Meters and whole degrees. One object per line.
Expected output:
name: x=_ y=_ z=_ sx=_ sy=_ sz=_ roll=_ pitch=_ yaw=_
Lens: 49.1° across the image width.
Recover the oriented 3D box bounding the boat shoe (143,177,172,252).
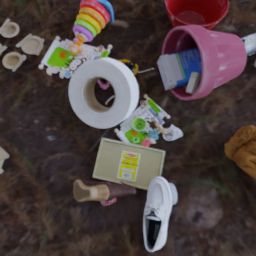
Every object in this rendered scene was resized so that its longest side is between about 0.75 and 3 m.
boat shoe: x=0.986 y=2.990 z=9.713 sx=0.929 sy=0.825 sz=2.525 roll=-3 pitch=84 yaw=24

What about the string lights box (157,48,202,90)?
string lights box: x=2.683 y=-2.582 z=11.818 sx=2.586 sy=0.762 sz=1.329 roll=-14 pitch=83 yaw=-8

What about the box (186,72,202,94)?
box: x=2.608 y=-1.768 z=11.129 sx=0.341 sy=0.284 sz=0.829 roll=20 pitch=92 yaw=51

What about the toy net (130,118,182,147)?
toy net: x=1.157 y=0.230 z=11.295 sx=2.092 sy=0.404 sz=1.097 roll=6 pitch=66 yaw=4

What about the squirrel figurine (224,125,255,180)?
squirrel figurine: x=4.841 y=0.635 z=10.478 sx=2.182 sy=1.544 sz=2.036 roll=44 pitch=106 yaw=42

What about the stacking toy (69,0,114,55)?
stacking toy: x=-1.950 y=-4.556 z=12.858 sx=1.622 sy=1.534 sz=2.796 roll=26 pitch=79 yaw=8

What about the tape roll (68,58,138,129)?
tape roll: x=-0.961 y=-1.359 z=10.973 sx=2.669 sy=0.934 sz=2.669 roll=6 pitch=106 yaw=20

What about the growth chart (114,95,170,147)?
growth chart: x=0.629 y=-0.088 z=11.673 sx=1.713 sy=0.210 sz=2.368 roll=39 pitch=74 yaw=13

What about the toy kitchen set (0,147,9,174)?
toy kitchen set: x=-6.240 y=1.440 z=10.241 sx=2.151 sy=2.385 sz=1.945 roll=38 pitch=115 yaw=14

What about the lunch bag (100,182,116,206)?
lunch bag: x=-0.781 y=2.472 z=10.585 sx=0.730 sy=0.339 sz=0.828 roll=-18 pitch=69 yaw=-8

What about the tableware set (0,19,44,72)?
tableware set: x=-5.451 y=-3.798 z=13.052 sx=2.731 sy=0.317 sz=2.282 roll=29 pitch=71 yaw=11

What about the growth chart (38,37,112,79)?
growth chart: x=-2.428 y=-3.153 z=12.846 sx=2.976 sy=0.264 sz=2.153 roll=13 pitch=70 yaw=6

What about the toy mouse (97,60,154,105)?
toy mouse: x=-0.500 y=-1.901 z=12.152 sx=2.649 sy=0.513 sz=2.354 roll=19 pitch=70 yaw=5

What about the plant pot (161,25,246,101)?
plant pot: x=3.187 y=-2.756 z=11.495 sx=2.604 sy=2.910 sz=2.910 roll=-14 pitch=68 yaw=-22

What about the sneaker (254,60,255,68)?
sneaker: x=6.450 y=-3.390 z=12.755 sx=0.777 sy=0.801 sz=2.194 roll=35 pitch=73 yaw=-10

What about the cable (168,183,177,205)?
cable: x=1.531 y=2.444 z=10.336 sx=0.281 sy=0.811 sz=0.811 roll=-3 pitch=54 yaw=-22

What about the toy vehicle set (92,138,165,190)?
toy vehicle set: x=0.040 y=1.436 z=10.899 sx=2.572 sy=0.341 sz=1.598 roll=12 pitch=75 yaw=5

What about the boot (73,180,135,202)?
boot: x=-0.941 y=2.304 z=10.240 sx=1.748 sy=2.101 sz=0.760 roll=5 pitch=84 yaw=-31

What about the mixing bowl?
mixing bowl: x=3.002 y=-5.335 z=13.002 sx=2.822 sy=1.528 sz=2.822 roll=0 pitch=69 yaw=-1

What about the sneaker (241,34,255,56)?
sneaker: x=5.285 y=-3.730 z=12.672 sx=2.309 sy=1.001 sz=0.866 roll=-33 pitch=72 yaw=-13
